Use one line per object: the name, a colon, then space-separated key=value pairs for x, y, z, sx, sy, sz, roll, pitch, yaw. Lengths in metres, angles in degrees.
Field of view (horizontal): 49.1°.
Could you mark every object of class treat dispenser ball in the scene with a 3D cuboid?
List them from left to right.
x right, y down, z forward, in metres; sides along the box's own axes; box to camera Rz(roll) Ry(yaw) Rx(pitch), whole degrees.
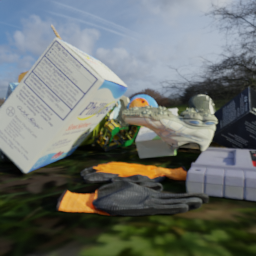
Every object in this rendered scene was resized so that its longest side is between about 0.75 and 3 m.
treat dispenser ball: x=0.525 y=-0.645 z=10.500 sx=1.189 sy=1.189 sz=1.189 roll=0 pitch=5 yaw=0

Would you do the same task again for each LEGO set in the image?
LEGO set: x=-0.427 y=-0.024 z=8.919 sx=1.683 sy=1.294 sz=0.975 roll=-21 pitch=53 yaw=-39

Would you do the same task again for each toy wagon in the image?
toy wagon: x=-1.012 y=-0.528 z=11.579 sx=2.361 sy=1.832 sz=0.467 roll=-19 pitch=-9 yaw=15

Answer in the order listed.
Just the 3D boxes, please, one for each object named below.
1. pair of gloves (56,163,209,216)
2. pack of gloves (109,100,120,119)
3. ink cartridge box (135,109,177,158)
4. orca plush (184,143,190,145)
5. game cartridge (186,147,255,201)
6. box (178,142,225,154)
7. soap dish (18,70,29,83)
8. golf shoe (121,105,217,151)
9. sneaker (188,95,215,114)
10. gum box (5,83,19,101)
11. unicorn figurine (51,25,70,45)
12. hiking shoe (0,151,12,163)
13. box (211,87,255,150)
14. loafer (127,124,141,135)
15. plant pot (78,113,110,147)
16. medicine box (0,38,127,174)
pair of gloves: x=0.098 y=0.927 z=4.729 sx=2.126 sy=0.295 sz=2.386 roll=0 pitch=6 yaw=2
pack of gloves: x=-0.338 y=-0.711 z=9.191 sx=0.262 sy=1.115 sz=1.327 roll=11 pitch=30 yaw=8
ink cartridge box: x=0.888 y=0.108 z=7.786 sx=0.997 sy=0.573 sz=1.702 roll=-7 pitch=27 yaw=20
orca plush: x=1.369 y=0.113 z=9.755 sx=1.232 sy=0.832 sz=2.342 roll=-7 pitch=3 yaw=3
game cartridge: x=2.279 y=0.773 z=5.484 sx=1.833 sy=0.543 sz=2.828 roll=-3 pitch=4 yaw=21
box: x=2.362 y=0.614 z=8.836 sx=1.195 sy=0.156 sz=1.462 roll=3 pitch=7 yaw=29
soap dish: x=-2.954 y=-1.935 z=11.287 sx=2.005 sy=1.035 sz=2.548 roll=-20 pitch=1 yaw=20
golf shoe: x=0.876 y=0.054 z=6.390 sx=2.150 sy=1.045 sz=0.842 roll=7 pitch=19 yaw=8
sneaker: x=2.649 y=-0.258 z=10.485 sx=1.209 sy=1.064 sz=2.857 roll=1 pitch=-25 yaw=32
gum box: x=-3.060 y=-0.513 z=10.280 sx=2.835 sy=2.409 sz=0.632 roll=-4 pitch=50 yaw=-38
unicorn figurine: x=-1.750 y=-1.222 z=8.463 sx=1.094 sy=2.962 sz=2.035 roll=18 pitch=7 yaw=10
hiking shoe: x=-2.587 y=0.599 z=7.274 sx=0.760 sy=0.572 sz=1.511 roll=9 pitch=19 yaw=29
box: x=2.887 y=-0.049 z=6.698 sx=1.350 sy=0.806 sz=1.372 roll=26 pitch=-39 yaw=-15
loafer: x=0.460 y=-0.071 z=11.499 sx=1.205 sy=0.440 sz=0.428 roll=-38 pitch=-42 yaw=17
plant pot: x=-1.519 y=-0.214 z=9.840 sx=1.962 sy=1.962 sz=1.889 roll=2 pitch=-6 yaw=24
medicine box: x=-1.505 y=-0.483 z=6.601 sx=1.329 sy=2.581 sz=2.351 roll=44 pitch=11 yaw=5
